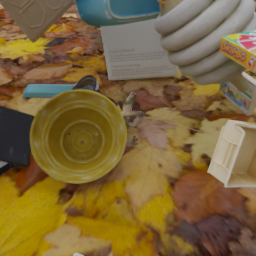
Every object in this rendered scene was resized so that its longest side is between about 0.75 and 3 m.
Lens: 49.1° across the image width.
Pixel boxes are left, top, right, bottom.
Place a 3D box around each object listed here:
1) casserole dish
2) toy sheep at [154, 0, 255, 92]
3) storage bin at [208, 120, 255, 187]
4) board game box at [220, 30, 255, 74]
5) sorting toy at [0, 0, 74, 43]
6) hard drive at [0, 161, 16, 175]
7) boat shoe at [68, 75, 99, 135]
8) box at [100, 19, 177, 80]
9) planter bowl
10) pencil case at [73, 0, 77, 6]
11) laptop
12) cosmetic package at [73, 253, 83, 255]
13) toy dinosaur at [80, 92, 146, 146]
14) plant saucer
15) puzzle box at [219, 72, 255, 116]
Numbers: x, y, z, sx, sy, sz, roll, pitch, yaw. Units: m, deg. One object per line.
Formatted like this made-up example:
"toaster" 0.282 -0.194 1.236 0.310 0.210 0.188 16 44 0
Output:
"casserole dish" 0.230 -2.808 5.138 0.576 1.798 2.968 29 40 31
"toy sheep" 1.543 -1.737 5.158 1.903 2.760 1.903 -36 17 13
"storage bin" 1.748 0.387 4.130 0.884 0.878 0.414 6 16 -28
"board game box" 2.615 -1.211 4.058 2.276 0.341 1.087 -13 40 -18
"sorting toy" -1.838 -2.616 5.505 0.259 1.422 1.316 32 75 31
"hard drive" -3.214 0.852 6.339 0.830 0.225 1.188 27 46 31
"boat shoe" -1.390 -0.612 7.773 0.929 0.759 2.516 13 40 10
"box" 0.438 -3.221 9.863 2.442 2.092 2.430 -3 39 6
"planter bowl" -1.067 0.242 6.320 2.044 0.851 2.044 1 75 -2
"pencil case" -1.331 -3.330 6.640 0.499 1.190 0.509 0 79 25
"laptop" -3.710 0.413 6.927 2.282 1.323 2.137 18 29 -25
"cosmetic package" -0.444 2.403 4.184 1.112 0.395 0.585 14 40 18
"toy dinosaur" -0.453 0.044 7.178 1.390 0.800 2.748 15 42 45
"plant saucer" -2.413 -1.209 9.056 1.879 0.178 0.657 2 38 0
"puzzle box" 3.276 -1.185 8.327 0.193 1.010 1.518 -11 38 -14
